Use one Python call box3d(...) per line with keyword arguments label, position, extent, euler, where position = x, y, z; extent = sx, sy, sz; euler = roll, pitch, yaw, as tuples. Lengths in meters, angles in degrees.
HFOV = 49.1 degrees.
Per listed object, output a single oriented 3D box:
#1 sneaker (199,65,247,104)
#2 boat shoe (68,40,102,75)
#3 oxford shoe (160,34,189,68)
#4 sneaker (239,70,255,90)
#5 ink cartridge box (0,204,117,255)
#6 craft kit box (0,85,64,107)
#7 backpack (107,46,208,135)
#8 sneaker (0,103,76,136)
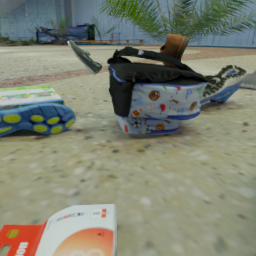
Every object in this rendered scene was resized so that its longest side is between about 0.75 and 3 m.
box3d(label="sneaker", position=(3.311, -1.338, 10.686), extent=(2.847, 1.269, 1.118), euler=(-23, 45, -20))
box3d(label="boat shoe", position=(-1.249, -2.123, 8.226), extent=(0.383, 1.241, 0.452), euler=(-36, 27, 13))
box3d(label="oxford shoe", position=(1.377, -2.356, 9.205), extent=(0.756, 2.121, 0.756), euler=(23, 68, 5))
box3d(label="sneaker", position=(6.117, -2.648, 13.644), extent=(0.936, 1.440, 2.494), euler=(-16, 26, -38))
box3d(label="ink cartridge box", position=(-1.025, 1.549, 3.661), extent=(1.737, 0.435, 1.409), euler=(2, 19, -2))
box3d(label="craft kit box", position=(-4.035, -0.890, 10.031), extent=(2.947, 0.715, 2.911), euler=(-8, 24, -22))
box3d(label="backpack", position=(0.822, -0.999, 8.147), extent=(2.668, 2.158, 2.801), euler=(-4, 31, -8))
box3d(label="sneaker", position=(-2.888, -0.359, 8.085), extent=(2.677, 0.949, 1.109), euler=(-5, 27, -6))
